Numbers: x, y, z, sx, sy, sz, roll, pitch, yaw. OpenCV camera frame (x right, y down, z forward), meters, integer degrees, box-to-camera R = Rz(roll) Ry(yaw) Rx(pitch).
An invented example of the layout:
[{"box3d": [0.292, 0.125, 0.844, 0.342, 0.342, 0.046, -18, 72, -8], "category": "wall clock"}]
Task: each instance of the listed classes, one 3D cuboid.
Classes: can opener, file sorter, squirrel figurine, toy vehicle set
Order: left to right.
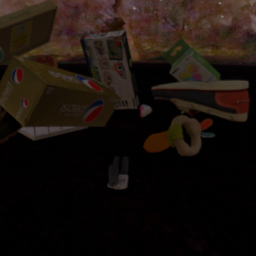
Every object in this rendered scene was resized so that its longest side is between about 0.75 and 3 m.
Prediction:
[{"box3d": [-3.375, -2.828, 8.575, 2.624, 0.348, 1.630, -42, -3, -37], "category": "toy vehicle set"}, {"box3d": [-2.995, -0.606, 10.886, 2.290, 1.426, 1.589, -16, 23, -40], "category": "file sorter"}, {"box3d": [-0.414, -3.522, 10.181, 0.915, 0.854, 0.648, 54, 19, 18], "category": "squirrel figurine"}, {"box3d": [-0.221, 1.012, 7.053, 0.454, 0.569, 1.701, 1, 17, 2], "category": "can opener"}]

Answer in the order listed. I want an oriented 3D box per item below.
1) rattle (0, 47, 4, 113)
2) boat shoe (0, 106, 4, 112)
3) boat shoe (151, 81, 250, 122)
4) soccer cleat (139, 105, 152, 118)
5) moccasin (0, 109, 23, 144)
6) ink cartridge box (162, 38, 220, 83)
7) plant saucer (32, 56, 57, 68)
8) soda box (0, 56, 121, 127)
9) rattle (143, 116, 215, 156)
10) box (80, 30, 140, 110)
[{"box3d": [-2.980, -0.476, 4.620, 1.585, 2.218, 1.444, 23, 35, 20], "category": "rattle"}, {"box3d": [-2.517, -0.907, 8.262, 1.046, 0.985, 2.913, 37, 37, 23], "category": "boat shoe"}, {"box3d": [1.681, -0.720, 7.099, 1.003, 0.882, 2.818, -19, 19, -38], "category": "boat shoe"}, {"box3d": [0.822, -0.821, 13.163, 0.599, 0.484, 1.386, 2, 17, 3], "category": "soccer cleat"}, {"box3d": [-2.087, -0.193, 5.122, 0.539, 0.510, 1.395, -15, 25, 32], "category": "moccasin"}, {"box3d": [2.068, -1.991, 9.418, 1.866, 0.969, 0.553, 40, 42, -10], "category": "ink cartridge box"}, {"box3d": [-2.432, -1.300, 7.259, 1.438, 0.232, 1.438, -16, 49, 18], "category": "plant saucer"}, {"box3d": [-1.020, -0.502, 4.735, 0.757, 0.716, 2.235, 38, 16, 19], "category": "soda box"}, {"box3d": [1.735, 0.317, 9.092, 1.326, 1.455, 2.036, 50, 39, 9], "category": "rattle"}, {"box3d": [-0.528, -1.777, 9.133, 1.404, 2.550, 0.443, 0, 37, 18], "category": "box"}]
